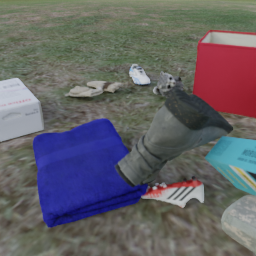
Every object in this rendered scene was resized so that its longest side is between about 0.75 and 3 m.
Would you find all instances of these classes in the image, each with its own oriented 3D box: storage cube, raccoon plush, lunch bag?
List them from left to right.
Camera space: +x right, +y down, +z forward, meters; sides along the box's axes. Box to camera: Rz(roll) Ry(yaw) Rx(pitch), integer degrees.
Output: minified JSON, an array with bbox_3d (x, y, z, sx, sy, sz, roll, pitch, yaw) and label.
[{"bbox_3d":[1.114,-1.387,9.633,1.048,0.756,1.563,13,-19,-35],"label":"raccoon plush"},{"bbox_3d":[3.496,-1.914,9.447,2.474,2.224,2.115,12,32,21],"label":"storage cube"},{"bbox_3d":[1.964,1.412,3.666,1.263,0.743,1.036,26,-2,-40],"label":"lunch bag"}]

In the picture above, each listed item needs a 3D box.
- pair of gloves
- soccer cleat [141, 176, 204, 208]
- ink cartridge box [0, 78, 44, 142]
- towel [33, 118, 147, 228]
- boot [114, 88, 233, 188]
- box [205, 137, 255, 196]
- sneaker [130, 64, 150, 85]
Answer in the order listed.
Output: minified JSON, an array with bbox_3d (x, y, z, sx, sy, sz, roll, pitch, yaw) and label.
[{"bbox_3d":[-1.232,-1.422,10.408,1.569,0.323,1.845,10,26,37],"label":"pair of gloves"},{"bbox_3d":[0.881,1.344,5.575,1.269,0.541,0.436,-15,-1,13],"label":"soccer cleat"},{"bbox_3d":[-3.702,-0.581,8.356,1.641,0.988,2.259,-19,33,-28],"label":"ink cartridge box"},{"bbox_3d":[-0.974,0.852,6.272,2.070,0.695,2.803,-16,33,-13],"label":"towel"},{"bbox_3d":[0.899,0.261,5.391,0.928,1.791,2.742,49,21,25],"label":"boot"},{"bbox_3d":[2.149,0.704,4.258,0.568,0.951,2.310,-49,8,-5],"label":"box"},{"bbox_3d":[0.466,-2.192,11.586,0.588,0.593,1.637,-9,32,-18],"label":"sneaker"}]
